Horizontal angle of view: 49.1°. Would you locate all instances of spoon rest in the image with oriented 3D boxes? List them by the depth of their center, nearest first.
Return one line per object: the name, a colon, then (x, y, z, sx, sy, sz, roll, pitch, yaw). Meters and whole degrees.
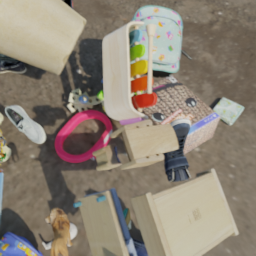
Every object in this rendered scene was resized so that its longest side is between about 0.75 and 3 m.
spoon rest: (-1.804, 2.880, 7.419, 0.954, 0.289, 0.474, -26, 57, -34)

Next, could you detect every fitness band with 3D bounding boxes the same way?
fitness band: (-1.442, 0.269, 9.310, 1.543, 0.402, 2.149, 24, 55, 20)

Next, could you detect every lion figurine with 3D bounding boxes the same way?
lion figurine: (-0.887, 1.455, 3.642, 0.318, 0.537, 0.877, -10, 17, -15)

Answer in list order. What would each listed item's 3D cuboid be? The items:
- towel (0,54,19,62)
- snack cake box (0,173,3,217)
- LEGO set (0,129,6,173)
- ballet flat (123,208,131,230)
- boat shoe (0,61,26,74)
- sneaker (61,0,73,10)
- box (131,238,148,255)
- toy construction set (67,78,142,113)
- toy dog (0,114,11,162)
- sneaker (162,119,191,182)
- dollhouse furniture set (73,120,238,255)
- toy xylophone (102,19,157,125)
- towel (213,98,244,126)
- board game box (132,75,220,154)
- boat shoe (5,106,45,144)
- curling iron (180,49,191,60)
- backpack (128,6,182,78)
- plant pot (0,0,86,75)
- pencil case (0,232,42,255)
towel: (-4.632, -3.669, 12.337, 2.324, 0.417, 2.413, 5, 51, 0)
snack cake box: (-4.270, 2.308, 7.423, 1.496, 0.874, 2.602, -11, 54, -7)
LEGO set: (-3.587, 0.175, 6.399, 2.458, 1.424, 1.890, 40, 106, 14)
ballet flat: (-0.145, 2.741, 7.484, 0.373, 0.406, 1.183, 35, 59, -9)
boat shoe: (-4.941, -2.553, 11.349, 1.556, 0.488, 0.565, 4, 53, 3)
sneaker: (-2.076, -4.296, 8.346, 0.744, 1.985, 0.839, -33, 58, -9)
box: (0.399, 3.468, 6.626, 1.242, 0.765, 1.232, 15, 53, 11)
toy construction set: (-0.714, -1.064, 9.414, 2.908, 1.340, 1.907, 0, 54, 46)
toy dog: (-5.223, 0.095, 8.629, 2.553, 1.837, 2.633, -33, 46, -29)
sneaker: (1.126, 0.562, 6.163, 0.578, 1.521, 1.099, -5, 59, -10)
dollhouse furniture set: (0.172, 1.345, 5.064, 1.615, 2.475, 2.337, -8, 75, -41)
toy xylophone: (0.077, -1.434, 7.061, 0.689, 2.742, 2.008, 3, 1, -42)
towel: (3.546, -0.609, 10.036, 0.863, 0.243, 1.008, 34, 60, 22)
board game box: (1.418, -0.357, 9.270, 1.873, 1.138, 2.349, -29, 57, -20)
boat shoe: (-1.740, -0.045, 4.664, 0.843, 0.300, 0.294, 45, 105, 10)
curling iron: (1.897, -2.765, 9.910, 0.281, 0.145, 1.133, -7, 46, -33)
backpack: (0.783, -2.631, 8.384, 1.700, 1.482, 1.934, 6, 84, -7)
plant pot: (-2.754, -2.925, 8.091, 2.567, 2.804, 2.804, 28, 52, -17)
pencil case: (-3.035, 3.865, 6.054, 1.298, 1.166, 2.989, 24, 56, 8)
